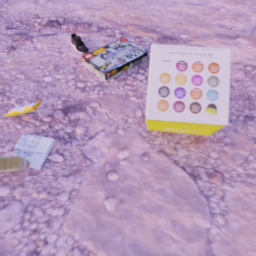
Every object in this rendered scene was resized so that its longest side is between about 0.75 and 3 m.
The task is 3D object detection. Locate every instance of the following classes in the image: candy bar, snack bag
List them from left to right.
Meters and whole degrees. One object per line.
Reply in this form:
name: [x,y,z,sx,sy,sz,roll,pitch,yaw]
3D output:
candy bar: [-4.292,-0.754,11.433,2.194,0.243,0.547,-8,34,38]
snack bag: [-3.667,0.874,10.564,1.376,0.156,1.459,10,48,9]

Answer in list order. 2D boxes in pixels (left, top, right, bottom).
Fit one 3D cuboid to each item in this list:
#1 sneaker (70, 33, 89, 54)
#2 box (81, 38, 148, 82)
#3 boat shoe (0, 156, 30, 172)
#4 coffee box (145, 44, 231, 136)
sneaker: [-2.728,-4.628,15.284,0.593,0.685,1.565,-30,54,-25]
box: [-0.670,-3.580,14.395,2.851,0.569,1.952,-34,56,-27]
boat shoe: [-4.297,1.281,9.872,1.726,0.590,0.645,2,77,19]
coffee box: [2.047,-1.206,10.203,2.630,2.634,2.605,5,82,5]
